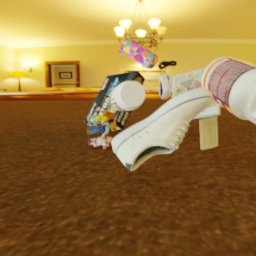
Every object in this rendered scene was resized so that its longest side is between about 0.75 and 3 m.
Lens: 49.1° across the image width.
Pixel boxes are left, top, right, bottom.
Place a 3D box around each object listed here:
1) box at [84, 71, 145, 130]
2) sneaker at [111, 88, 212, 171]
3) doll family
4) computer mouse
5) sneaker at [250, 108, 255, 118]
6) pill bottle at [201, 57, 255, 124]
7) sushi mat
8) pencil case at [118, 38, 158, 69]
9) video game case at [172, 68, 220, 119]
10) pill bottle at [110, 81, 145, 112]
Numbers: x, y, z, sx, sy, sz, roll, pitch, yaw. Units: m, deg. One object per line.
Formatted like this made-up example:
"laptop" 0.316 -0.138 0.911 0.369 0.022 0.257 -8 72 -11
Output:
"box" -0.595 -1.156 12.017 2.052 2.582 0.594 3 -28 46
"sneaker" 0.874 0.088 6.181 2.502 0.886 0.914 -34 -27 4
"doll family" -0.862 -0.080 9.438 0.990 0.719 1.596 -8 45 7
"computer mouse" 1.636 -1.970 11.686 0.890 1.623 0.356 -11 18 -32
"sneaker" 2.942 -0.158 5.510 0.862 0.549 1.491 45 20 8
"pill bottle" 3.144 -1.043 7.679 1.382 1.382 2.421 -2 25 -12
"sushi mat" 2.294 0.151 7.979 0.513 1.073 0.065 -13 31 -2
"pencil case" 0.325 -2.305 8.758 1.251 0.553 0.553 35 24 20
"video game case" 2.594 -1.318 10.881 1.889 2.076 0.238 -8 -28 33
"pill bottle" -0.021 -1.046 9.392 0.966 0.966 1.764 -2 2 -11
